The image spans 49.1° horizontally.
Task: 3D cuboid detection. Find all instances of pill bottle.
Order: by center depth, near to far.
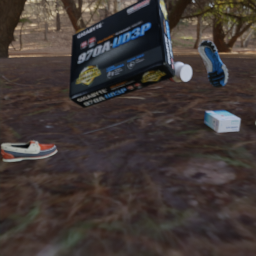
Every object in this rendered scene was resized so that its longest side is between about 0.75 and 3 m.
[{"bbox_3d":[1.464,-1.795,8.974,0.624,0.624,1.076,-13,21,-33],"label":"pill bottle"}]

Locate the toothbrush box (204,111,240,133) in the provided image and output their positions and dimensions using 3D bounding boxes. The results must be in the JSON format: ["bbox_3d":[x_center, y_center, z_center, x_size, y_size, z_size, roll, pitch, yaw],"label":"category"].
[{"bbox_3d":[3.734,-0.273,11.232,0.911,0.531,1.245,-3,20,-9],"label":"toothbrush box"}]

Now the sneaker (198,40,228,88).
[{"bbox_3d":[3.904,-2.988,12.876,0.885,2.361,1.023,-20,22,17],"label":"sneaker"}]

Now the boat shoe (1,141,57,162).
[{"bbox_3d":[-3.003,0.651,8.552,1.610,0.504,0.573,-6,18,-21],"label":"boat shoe"}]

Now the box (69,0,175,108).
[{"bbox_3d":[-0.249,-1.925,7.230,2.762,2.195,0.635,-15,-27,27],"label":"box"}]

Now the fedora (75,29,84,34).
[{"bbox_3d":[-1.717,-3.490,11.583,1.228,1.228,0.501,-6,17,-17],"label":"fedora"}]
